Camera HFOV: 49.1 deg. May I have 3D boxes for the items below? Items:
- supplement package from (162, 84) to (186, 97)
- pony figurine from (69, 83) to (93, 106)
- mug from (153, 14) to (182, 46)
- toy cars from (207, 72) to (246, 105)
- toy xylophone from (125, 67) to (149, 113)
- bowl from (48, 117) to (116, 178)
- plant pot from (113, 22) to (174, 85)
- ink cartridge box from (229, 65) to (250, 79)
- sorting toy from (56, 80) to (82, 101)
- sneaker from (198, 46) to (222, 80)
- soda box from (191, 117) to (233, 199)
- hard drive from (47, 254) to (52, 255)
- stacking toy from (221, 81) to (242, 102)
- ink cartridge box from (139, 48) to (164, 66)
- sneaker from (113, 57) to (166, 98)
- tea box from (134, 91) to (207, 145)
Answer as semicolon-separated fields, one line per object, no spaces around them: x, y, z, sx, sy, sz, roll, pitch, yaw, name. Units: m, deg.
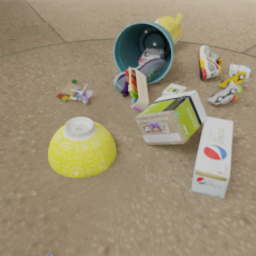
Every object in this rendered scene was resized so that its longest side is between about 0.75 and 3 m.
2.053;-1.402;12.612;0.747;0.741;0.984;20;41;25;supplement package
-2.131;-1.554;12.876;1.046;0.871;1.010;17;70;20;pony figurine
2.243;-5.893;17.542;1.916;2.392;1.964;14;47;13;mug
4.661;-1.726;12.925;1.241;0.613;2.767;-16;22;46;toy cars
0.321;-1.766;12.081;0.511;1.490;2.035;-20;56;31;toy xylophone
-1.626;0.413;9.683;2.423;1.304;2.423;-1;36;0;bowl
1.089;-4.142;14.731;2.999;2.999;2.818;11;29;14;plant pot
6.002;-3.043;15.110;1.013;0.424;0.735;11;38;14;ink cartridge box
-2.731;-1.726;13.404;0.737;0.259;1.530;18;51;23;sorting toy
4.436;-3.537;15.201;1.176;1.114;2.862;-3;44;12;sneaker
2.859;0.856;9.364;1.021;0.954;2.998;11;38;15;soda box
-2.449;3.621;6.225;1.687;0.214;1.113;-13;38;-17;hard drive
4.712;-1.637;12.757;0.842;0.762;0.356;40;43;14;stacking toy
1.290;-3.750;15.391;1.018;0.593;1.407;10;48;19;ink cartridge box
0.770;-2.378;13.689;2.922;1.087;1.279;-28;56;-8;sneaker
1.527;-0.340;10.113;1.761;1.196;1.790;-38;21;-35;tea box
